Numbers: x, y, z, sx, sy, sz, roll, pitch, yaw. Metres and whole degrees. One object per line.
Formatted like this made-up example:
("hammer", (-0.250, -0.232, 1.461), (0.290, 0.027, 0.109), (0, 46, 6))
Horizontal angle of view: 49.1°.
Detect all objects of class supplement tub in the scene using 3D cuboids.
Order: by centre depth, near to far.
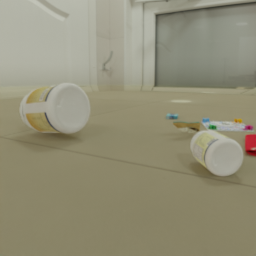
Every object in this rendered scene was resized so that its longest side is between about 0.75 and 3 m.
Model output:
("supplement tub", (2.512, 0.677, 8.183), (1.073, 1.073, 1.480), (-2, 12, -8))
("supplement tub", (-3.213, -0.793, 12.031), (2.814, 2.032, 2.032), (1, 9, 44))

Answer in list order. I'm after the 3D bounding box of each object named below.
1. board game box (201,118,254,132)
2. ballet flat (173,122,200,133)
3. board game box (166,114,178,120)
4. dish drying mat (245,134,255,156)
("board game box", (4.940, -0.181, 14.174), (2.112, 0.273, 2.112), (2, 12, 5))
("ballet flat", (2.577, -0.028, 12.125), (1.517, 0.478, 0.521), (0, -5, -31))
("board game box", (2.623, -0.678, 16.684), (0.632, 0.197, 0.837), (3, 12, 14))
("dish drying mat", (4.959, 0.601, 10.531), (1.046, 0.248, 2.722), (4, 13, 22))
